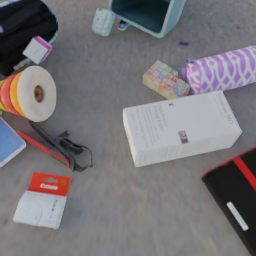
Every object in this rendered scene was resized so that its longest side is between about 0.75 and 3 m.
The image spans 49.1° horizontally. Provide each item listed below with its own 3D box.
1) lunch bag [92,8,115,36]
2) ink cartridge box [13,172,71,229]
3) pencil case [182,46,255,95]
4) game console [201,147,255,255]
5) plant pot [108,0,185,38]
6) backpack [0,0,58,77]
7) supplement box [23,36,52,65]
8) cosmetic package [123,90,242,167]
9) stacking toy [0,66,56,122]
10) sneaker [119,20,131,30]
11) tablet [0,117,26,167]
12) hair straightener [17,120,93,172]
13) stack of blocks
[{"bbox_3d":[-0.851,-3.653,9.625,0.699,0.872,0.336,33,25,27],"label":"lunch bag"},{"bbox_3d":[-2.125,1.771,7.051,1.063,0.314,1.328,8,63,4],"label":"ink cartridge box"},{"bbox_3d":[3.092,-1.789,8.603,2.756,1.157,1.178,-12,25,-8],"label":"pencil case"},{"bbox_3d":[3.470,1.803,7.047,2.290,0.402,2.589,-26,64,-8],"label":"game console"},{"bbox_3d":[1.036,-4.829,9.622,2.265,2.259,2.307,31,43,16],"label":"plant pot"},{"bbox_3d":[-3.389,-3.033,8.734,2.401,1.846,1.958,-36,111,-4],"label":"backpack"},{"bbox_3d":[-2.478,-2.160,7.764,0.516,0.999,0.506,36,101,-18],"label":"supplement box"},{"bbox_3d":[1.387,0.009,7.618,2.810,1.040,1.428,-13,62,-6],"label":"cosmetic package"},{"bbox_3d":[-3.334,-0.972,8.169,2.127,1.554,1.554,2,60,21],"label":"stacking toy"},{"bbox_3d":[-0.039,-3.892,10.137,0.318,0.361,0.809,31,65,16],"label":"sneaker"},{"bbox_3d":[-3.842,0.330,7.860,1.871,0.128,1.217,37,67,26],"label":"tablet"},{"bbox_3d":[-1.869,0.392,7.682,2.403,0.492,0.925,28,64,19],"label":"hair straightener"},{"bbox_3d":[1.234,-1.431,8.757,1.368,0.401,0.788,36,67,18],"label":"stack of blocks"}]
